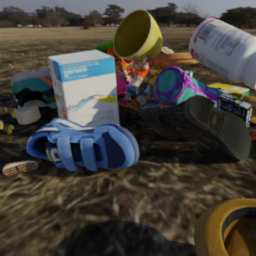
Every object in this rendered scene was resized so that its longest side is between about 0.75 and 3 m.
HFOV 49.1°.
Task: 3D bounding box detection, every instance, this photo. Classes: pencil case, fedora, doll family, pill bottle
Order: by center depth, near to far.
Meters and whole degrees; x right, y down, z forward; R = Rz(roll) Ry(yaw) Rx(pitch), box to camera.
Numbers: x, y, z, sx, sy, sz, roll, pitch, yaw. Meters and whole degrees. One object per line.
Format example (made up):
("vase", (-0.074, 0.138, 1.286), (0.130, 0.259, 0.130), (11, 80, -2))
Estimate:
("fedora", (1.776, 1.782, 3.566), (2.038, 0.831, 2.038), (0, 25, 0))
("pencil case", (2.010, -0.994, 8.555), (2.604, 1.108, 1.203), (13, -18, -41))
("pill bottle", (3.281, -2.301, 8.757), (1.428, 1.428, 2.519), (-18, 47, -37))
("fedora", (4.140, -0.597, 9.277), (1.980, 0.807, 1.980), (15, 11, -3))
("doll family", (0.661, -1.507, 9.786), (1.166, 1.606, 2.588), (32, -12, -4))

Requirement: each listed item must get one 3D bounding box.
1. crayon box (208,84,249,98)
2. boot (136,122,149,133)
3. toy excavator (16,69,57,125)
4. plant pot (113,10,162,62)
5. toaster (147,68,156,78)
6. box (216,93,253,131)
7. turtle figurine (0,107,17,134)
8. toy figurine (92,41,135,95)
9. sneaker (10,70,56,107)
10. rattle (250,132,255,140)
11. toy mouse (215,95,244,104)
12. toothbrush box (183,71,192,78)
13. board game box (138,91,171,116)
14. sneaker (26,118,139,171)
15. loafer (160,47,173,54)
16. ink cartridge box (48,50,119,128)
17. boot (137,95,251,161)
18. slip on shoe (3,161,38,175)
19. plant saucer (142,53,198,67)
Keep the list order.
("crayon box", (3.350, -1.097, 10.834), (2.442, 0.711, 1.450), (-18, 28, -35))
("boot", (0.664, -0.085, 8.941), (0.683, 0.272, 0.785), (-5, 21, -11))
("toy excavator", (-3.384, -1.071, 10.475), (2.525, 1.297, 2.597), (19, 41, 40))
("plant pot", (0.512, -3.048, 9.874), (1.232, 1.736, 1.736), (17, 5, -45))
("toaster", (1.438, -1.831, 11.855), (0.908, 1.383, 1.530), (15, 27, 26))
("box", (2.967, -0.277, 7.956), (0.280, 1.217, 0.967), (-31, 43, -23))
("turtle figurine", (-4.096, -0.294, 8.029), (0.654, 2.032, 1.639), (-9, -18, 31))
("toy figurine", (-0.320, -2.221, 11.084), (2.024, 1.863, 1.519), (-4, -7, -38))
("sneaker", (-2.510, -1.398, 9.728), (2.874, 1.148, 1.026), (-13, -19, -11))
("rattle", (4.929, -0.550, 7.539), (2.840, 2.029, 1.849), (6, 6, 31))
("toy mouse", (3.079, -0.625, 8.407), (1.148, 1.021, 0.222), (33, 36, -28))
("toothbrush box", (3.185, -3.025, 16.098), (0.877, 0.374, 0.642), (7, 23, 17))
("board game box", (1.274, -0.829, 9.744), (1.844, 0.569, 1.843), (6, 43, 34))
("sneaker", (-1.127, 0.498, 6.527), (2.947, 1.090, 1.212), (5, 21, 33))
("loafer", (1.340, -3.041, 11.128), (1.094, 0.414, 0.374), (23, 59, -16))
("ink cartridge box", (-1.367, -1.084, 8.692), (1.625, 2.247, 1.654), (-15, 26, -21))
("boot", (1.703, 0.021, 7.454), (0.886, 2.560, 2.229), (-60, 20, -20))
("slip on shoe", (-2.508, 0.897, 6.518), (0.763, 0.290, 0.231), (-14, 31, -14))
("plant saucer", (1.853, -2.891, 12.030), (2.575, 0.416, 2.575), (-2, 9, 0))
